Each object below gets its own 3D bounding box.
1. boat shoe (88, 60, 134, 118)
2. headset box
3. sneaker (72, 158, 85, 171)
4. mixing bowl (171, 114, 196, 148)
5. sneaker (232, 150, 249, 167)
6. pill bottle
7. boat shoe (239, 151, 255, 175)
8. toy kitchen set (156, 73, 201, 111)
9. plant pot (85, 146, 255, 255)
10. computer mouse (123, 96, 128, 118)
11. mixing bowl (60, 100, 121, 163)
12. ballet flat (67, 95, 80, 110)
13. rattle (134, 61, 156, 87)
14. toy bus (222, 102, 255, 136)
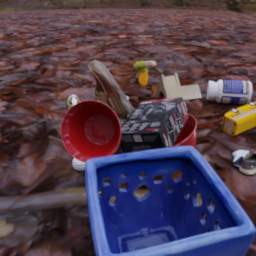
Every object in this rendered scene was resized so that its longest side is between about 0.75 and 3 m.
[{"bbox_3d":[-0.564,-0.934,7.806,0.769,2.143,0.812,-32,45,4],"label":"boat shoe"},{"bbox_3d":[0.783,-0.138,8.394,1.518,0.788,2.040,-4,32,35],"label":"headset box"},{"bbox_3d":[-1.339,0.674,9.266,0.675,0.654,1.848,7,30,12],"label":"sneaker"},{"bbox_3d":[1.295,0.517,8.830,2.024,1.096,2.024,-19,27,10],"label":"mixing bowl"},{"bbox_3d":[3.562,0.974,9.115,0.430,0.372,0.992,17,25,38],"label":"sneaker"},{"bbox_3d":[4.647,-1.669,12.988,1.858,1.075,1.075,5,30,9],"label":"pill bottle"},{"bbox_3d":[4.142,0.988,8.855,1.583,0.513,0.569,-17,34,-27],"label":"boat shoe"},{"bbox_3d":[2.285,-1.301,12.764,1.505,1.664,1.845,-7,70,-7],"label":"toy kitchen set"},{"bbox_3d":[0.523,1.994,5.360,2.456,2.208,2.456,-6,29,-11],"label":"plant pot"},{"bbox_3d":[-0.327,-0.914,12.420,0.910,0.364,1.660,2,35,13],"label":"computer mouse"},{"bbox_3d":[-0.829,0.068,7.029,1.515,1.515,0.821,6,6,10],"label":"mixing bowl"},{"bbox_3d":[-2.442,-1.146,12.569,0.619,0.619,1.751,-6,30,-11],"label":"ballet flat"},{"bbox_3d":[0.893,-2.564,13.148,1.066,1.170,1.638,-24,1,5],"label":"rattle"},{"bbox_3d":[4.633,-0.393,11.109,2.130,0.693,0.834,-18,34,-29],"label":"toy bus"}]
